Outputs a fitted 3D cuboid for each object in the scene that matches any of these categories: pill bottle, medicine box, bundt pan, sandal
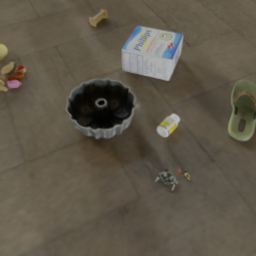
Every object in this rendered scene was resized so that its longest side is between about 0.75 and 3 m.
[{"bbox_3d":[1.406,-0.095,9.667,0.467,0.467,0.834,34,59,23],"label":"pill bottle"},{"bbox_3d":[0.998,-3.084,11.459,2.032,1.046,1.851,16,52,13],"label":"medicine box"},{"bbox_3d":[-0.907,-0.594,9.772,2.417,0.907,2.417,0,54,0],"label":"bundt pan"},{"bbox_3d":[4.149,-0.723,9.875,1.052,0.756,2.649,7,55,19],"label":"sandal"}]

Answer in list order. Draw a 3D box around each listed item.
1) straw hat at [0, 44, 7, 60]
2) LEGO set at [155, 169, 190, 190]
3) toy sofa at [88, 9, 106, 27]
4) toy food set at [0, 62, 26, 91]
[{"bbox_3d":[-6.095,-3.433,12.073,1.582,0.670,1.582,0,53,1],"label":"straw hat"},{"bbox_3d":[1.368,1.475,8.574,1.089,0.309,0.707,-24,56,-17],"label":"LEGO set"},{"bbox_3d":[-1.532,-5.423,13.740,0.485,0.412,0.995,27,57,18],"label":"toy sofa"},{"bbox_3d":[-4.715,-1.994,11.257,1.135,0.281,1.786,14,47,10],"label":"toy food set"}]
